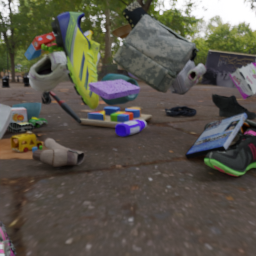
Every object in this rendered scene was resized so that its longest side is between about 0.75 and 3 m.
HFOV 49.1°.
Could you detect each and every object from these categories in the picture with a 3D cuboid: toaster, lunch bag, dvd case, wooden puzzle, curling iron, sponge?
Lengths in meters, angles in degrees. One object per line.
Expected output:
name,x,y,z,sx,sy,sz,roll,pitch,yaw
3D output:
toaster,2.585,-2.516,13.261,1.815,1.172,1.031,-45,38,-19
lunch bag,0.851,-2.230,8.488,2.017,1.691,1.405,36,19,9
dvd case,3.878,-2.187,10.702,1.897,1.410,0.151,8,39,5
wooden puzzle,-0.564,-0.577,13.651,2.685,0.671,2.899,6,12,28
curling iron,-1.636,-0.495,6.905,1.516,0.376,0.194,33,6,29
sponge,-0.312,-0.912,6.530,0.630,0.168,1.130,30,30,30
dvd case,2.565,0.222,8.127,1.302,0.160,1.825,-23,15,49

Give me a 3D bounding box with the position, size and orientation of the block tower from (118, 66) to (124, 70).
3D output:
block tower,0.102,-3.216,13.714,0.539,0.577,1.996,-4,4,-26

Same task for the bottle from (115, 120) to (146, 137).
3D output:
bottle,0.169,-0.024,11.278,0.653,0.511,1.564,5,12,35

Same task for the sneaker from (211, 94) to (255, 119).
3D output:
sneaker,5.762,-1.212,15.332,2.407,1.256,0.723,9,15,41

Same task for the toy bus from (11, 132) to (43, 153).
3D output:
toy bus,-3.184,0.413,8.967,1.019,0.558,1.080,-2,12,-10

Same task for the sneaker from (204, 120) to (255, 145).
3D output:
sneaker,3.403,0.079,8.847,0.995,0.928,2.511,45,-16,-29

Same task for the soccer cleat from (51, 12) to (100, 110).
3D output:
soccer cleat,-1.338,-2.065,8.606,1.255,3.001,0.970,-20,9,-9

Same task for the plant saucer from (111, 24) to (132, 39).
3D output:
plant saucer,0.169,-4.646,13.450,1.915,0.339,1.915,-13,8,2

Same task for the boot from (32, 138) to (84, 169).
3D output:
boot,-1.820,0.708,7.740,1.219,0.586,1.667,7,13,1

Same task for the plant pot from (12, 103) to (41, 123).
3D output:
plant pot,-4.842,-0.710,13.539,1.299,0.875,1.299,-6,1,0

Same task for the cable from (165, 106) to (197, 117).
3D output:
cable,3.055,-0.938,16.006,1.843,0.468,1.504,-1,11,-6

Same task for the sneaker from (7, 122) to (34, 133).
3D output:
sneaker,-4.501,-0.020,11.699,1.079,0.422,0.487,4,4,-16

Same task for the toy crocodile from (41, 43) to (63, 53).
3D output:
toy crocodile,-2.309,-2.561,8.853,0.867,0.268,0.293,-16,39,-26

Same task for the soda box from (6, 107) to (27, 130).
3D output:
soda box,-5.799,-0.342,11.946,2.745,0.873,0.939,-5,12,-28

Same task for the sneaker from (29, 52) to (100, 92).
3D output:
sneaker,-2.337,-2.344,10.614,2.947,1.103,1.468,-30,-9,-17

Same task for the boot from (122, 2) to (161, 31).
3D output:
boot,0.151,-3.375,9.511,1.619,1.223,0.585,-42,-6,-2

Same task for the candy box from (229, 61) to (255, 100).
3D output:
candy box,3.929,-1.541,8.847,1.369,0.934,0.418,-23,-9,-34

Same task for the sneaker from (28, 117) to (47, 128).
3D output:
sneaker,-4.041,-0.179,12.611,0.396,0.432,1.014,-37,-20,24

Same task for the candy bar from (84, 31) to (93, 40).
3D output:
candy bar,-1.493,-3.188,10.114,0.454,0.202,1.820,-24,31,9

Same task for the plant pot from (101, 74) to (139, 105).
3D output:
plant pot,-0.256,-1.426,10.393,1.206,1.206,1.133,-10,12,-42

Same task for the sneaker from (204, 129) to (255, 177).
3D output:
sneaker,2.881,0.544,7.030,2.502,1.048,0.960,-7,13,-31

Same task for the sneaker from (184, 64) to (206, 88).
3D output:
sneaker,2.503,-1.993,11.028,0.546,0.503,1.237,-27,-20,-32

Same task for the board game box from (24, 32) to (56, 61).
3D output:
board game box,-2.767,-2.806,9.433,0.971,0.256,1.269,-31,8,44

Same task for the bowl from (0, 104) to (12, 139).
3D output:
bowl,-4.977,-0.102,9.843,1.591,0.594,1.589,10,55,6

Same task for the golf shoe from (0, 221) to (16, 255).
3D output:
golf shoe,-1.658,1.605,3.342,0.635,0.501,1.380,-23,15,-30

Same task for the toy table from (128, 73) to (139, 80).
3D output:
toy table,0.777,-2.565,11.798,1.496,0.876,1.375,15,-17,-26
